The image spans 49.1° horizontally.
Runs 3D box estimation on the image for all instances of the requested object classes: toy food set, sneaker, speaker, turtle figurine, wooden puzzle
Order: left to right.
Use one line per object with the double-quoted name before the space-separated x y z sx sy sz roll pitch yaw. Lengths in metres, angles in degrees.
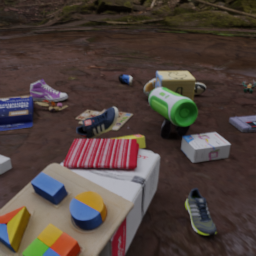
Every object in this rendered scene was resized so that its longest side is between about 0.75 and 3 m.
"sneaker" -3.915 -1.836 13.732 1.846 1.052 0.669 1 21 0
"wooden puzzle" -1.296 1.525 4.751 2.044 0.511 2.207 20 43 28
"toy food set" -3.496 -0.999 12.873 1.342 0.211 0.853 18 29 21
"sneaker" -1.096 -0.160 9.449 0.764 1.807 0.678 16 49 -40
"sneaker" -0.184 -2.795 16.302 0.759 0.524 1.364 4 21 -5
"sneaker" 1.409 -2.096 14.734 1.068 0.921 2.436 1 18 40
"speaker" 1.512 -0.787 9.899 1.032 1.032 2.333 -7 20 -14
"sneaker" 3.084 -1.848 14.382 1.809 0.684 0.793 -3 36 11
"sneaker" 1.662 1.936 6.504 0.486 0.533 1.316 -5 26 -10
"turtle figurine" 6.595 -2.234 15.230 0.725 0.487 0.968 -1 37 32

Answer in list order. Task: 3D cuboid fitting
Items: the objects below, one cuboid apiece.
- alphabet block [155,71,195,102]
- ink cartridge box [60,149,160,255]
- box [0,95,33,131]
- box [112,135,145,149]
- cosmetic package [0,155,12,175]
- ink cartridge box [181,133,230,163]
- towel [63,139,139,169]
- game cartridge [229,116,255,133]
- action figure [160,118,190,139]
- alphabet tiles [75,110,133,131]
"alphabet block" 2.125 -1.740 13.019 1.539 1.511 1.503 -1 27 -3
"ink cartridge box" -0.712 1.585 6.409 2.140 1.228 2.947 10 27 20
"box" -5.021 -0.699 12.085 1.753 0.469 2.895 -8 28 -15
"box" -0.300 0.554 9.350 1.654 0.415 0.623 -7 7 -14
"cosmetic package" -3.962 1.187 8.260 0.497 0.358 0.881 11 29 26
"ink cartridge box" 2.535 0.626 9.204 1.289 0.545 0.931 -6 26 -15
"towel" -0.594 0.622 6.790 1.704 0.192 1.232 0 26 4
"game cartridge" 5.069 -0.192 11.238 1.635 0.314 1.060 -5 22 -11
"action figure" 1.879 -0.547 11.167 1.741 0.928 2.676 7 28 3
"alphabet tiles" -1.070 -0.411 11.906 2.088 0.079 1.745 10 28 19
